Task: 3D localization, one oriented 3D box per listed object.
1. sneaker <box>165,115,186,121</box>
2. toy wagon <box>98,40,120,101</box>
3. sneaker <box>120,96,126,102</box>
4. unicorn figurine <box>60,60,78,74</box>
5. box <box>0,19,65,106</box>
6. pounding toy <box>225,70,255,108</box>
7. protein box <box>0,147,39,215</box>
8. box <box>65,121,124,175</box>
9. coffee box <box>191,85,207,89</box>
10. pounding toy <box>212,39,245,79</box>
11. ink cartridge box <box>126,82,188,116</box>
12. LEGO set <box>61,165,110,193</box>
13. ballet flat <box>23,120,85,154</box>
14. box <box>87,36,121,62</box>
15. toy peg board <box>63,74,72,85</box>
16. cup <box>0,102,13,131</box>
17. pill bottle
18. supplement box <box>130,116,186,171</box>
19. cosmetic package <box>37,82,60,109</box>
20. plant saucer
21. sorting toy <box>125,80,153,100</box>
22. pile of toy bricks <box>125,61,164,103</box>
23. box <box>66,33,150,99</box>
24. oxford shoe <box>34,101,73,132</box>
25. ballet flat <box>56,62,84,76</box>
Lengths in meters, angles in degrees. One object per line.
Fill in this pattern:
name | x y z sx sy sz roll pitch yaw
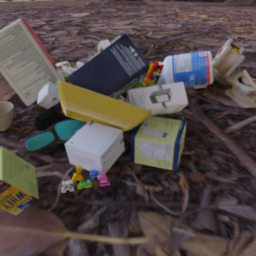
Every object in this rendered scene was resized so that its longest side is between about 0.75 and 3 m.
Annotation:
sneaker | 1.669 -0.254 10.027 0.406 0.386 1.024 -9 3 -25
toy wagon | -0.637 -1.860 10.345 0.503 2.544 1.974 -16 6 -12
sneaker | -0.247 -1.008 11.627 0.411 0.342 0.912 -33 43 -13
unicorn figurine | -2.275 -2.253 10.773 1.229 0.454 0.844 31 1 -1
box | -4.122 -2.661 11.309 1.826 2.855 1.556 -31 26 -1
pounding toy | 5.315 -1.804 11.674 1.572 1.577 2.750 -10 32 -8
protein box | -2.710 1.215 6.358 0.708 1.050 1.042 -36 44 7
box | -0.944 0.565 8.229 1.242 0.812 1.235 16 43 26
coffee box | 3.176 -2.758 13.860 0.724 1.026 1.815 -9 31 -15
pounding toy | 4.941 -3.055 13.111 1.698 1.693 2.961 36 14 1
ink cartridge box | 0.881 -0.865 9.225 1.801 0.757 1.310 -9 -7 -5
LEGO set | -1.169 1.280 7.465 1.269 0.521 0.484 -8 31 -13
ballet flat | -2.389 0.253 9.094 2.056 0.751 0.751 -23 37 -26
box | -0.879 -3.031 13.054 2.099 1.144 1.342 -44 3 -21
toy peg board | -2.547 -2.161 13.237 1.208 0.593 1.213 13 32 22
cup | -4.605 -0.349 9.974 1.111 0.795 1.111 0 31 0
pill bottle | 2.334 -2.467 12.188 2.519 1.413 1.413 -5 29 14
supplement box | 0.937 0.410 8.519 1.409 0.947 1.411 9 32 15
cosmetic package | -2.838 -1.130 10.530 0.849 0.700 0.700 29 36 -35
plant saucer | -0.872 -0.438 8.202 2.553 0.619 2.553 17 -7 -10
sorting toy | 0.550 -1.929 13.002 1.558 0.377 2.768 7 33 7
pile of toy bricks | 0.367 -1.583 10.465 1.139 2.307 1.280 27 35 6
box | -0.506 -1.498 8.258 1.955 1.118 2.147 -35 2 3
oxford shoe | -2.094 -0.713 10.020 2.586 0.940 1.091 -23 11 -9
ballet flat | -2.760 -2.851 14.081 2.916 1.013 1.013 -4 31 -7
